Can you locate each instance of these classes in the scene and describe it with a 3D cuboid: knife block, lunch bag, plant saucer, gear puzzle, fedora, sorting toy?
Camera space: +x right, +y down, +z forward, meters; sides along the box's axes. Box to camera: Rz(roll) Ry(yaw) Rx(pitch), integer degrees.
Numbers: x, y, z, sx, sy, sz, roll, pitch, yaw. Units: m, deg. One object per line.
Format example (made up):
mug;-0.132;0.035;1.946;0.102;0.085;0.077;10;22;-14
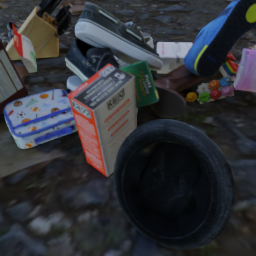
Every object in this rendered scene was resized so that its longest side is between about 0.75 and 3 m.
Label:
knife block;-3.107;-3.520;9.472;2.505;2.199;0.802;-6;41;-7
lunch bag;-2.069;-0.269;7.031;1.792;0.677;1.436;-22;48;-21
plant saucer;-2.496;-5.754;13.405;1.488;0.256;1.488;0;43;0
gear puzzle;1.960;-0.917;6.880;1.167;0.153;0.604;-14;57;27
fedora;0.830;0.872;4.803;2.288;2.288;1.045;29;30;28
sorting toy;3.009;-1.953;8.466;1.050;0.365;1.043;-2;61;-50

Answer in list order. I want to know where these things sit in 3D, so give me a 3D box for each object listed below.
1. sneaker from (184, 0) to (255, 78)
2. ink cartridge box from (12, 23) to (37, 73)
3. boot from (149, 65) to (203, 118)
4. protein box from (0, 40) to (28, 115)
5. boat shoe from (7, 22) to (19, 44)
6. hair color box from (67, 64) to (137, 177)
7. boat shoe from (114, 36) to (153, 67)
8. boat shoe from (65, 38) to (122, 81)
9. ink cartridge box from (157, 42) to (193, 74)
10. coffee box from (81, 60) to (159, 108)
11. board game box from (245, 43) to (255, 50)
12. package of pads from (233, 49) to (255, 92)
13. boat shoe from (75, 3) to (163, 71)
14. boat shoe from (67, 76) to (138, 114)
sneaker;2.553;-2.724;7.412;0.968;2.936;1.151;29;20;-31
ink cartridge box;-3.117;-2.415;8.473;0.301;1.200;0.966;-12;63;-6
boot;1.468;-1.159;7.663;2.420;0.777;2.255;-24;29;-29
protein box;-4.550;-1.206;6.767;2.682;1.823;2.702;33;62;27
boat shoe;-4.459;-3.664;10.905;0.566;0.489;1.558;-16;44;-17
hair color box;-0.395;-0.058;5.569;0.652;2.128;1.080;32;59;25
boat shoe;-0.001;-2.555;9.307;2.305;0.983;0.852;-29;50;-28
boat shoe;-0.732;-1.627;7.338;1.061;0.885;2.844;-7;35;-41
ink cartridge box;1.714;-2.333;9.323;1.521;0.629;1.114;3;42;3
coffee box;-0.172;-0.824;6.199;1.536;0.945;0.338;-17;15;15
board game box;4.982;-2.800;10.125;1.437;0.249;0.974;-31;50;-30
package of pads;3.799;-1.441;7.465;1.761;1.061;0.666;9;26;2
boat shoe;-0.032;-2.502;7.876;2.942;1.043;1.060;18;-2;-39
boat shoe;-0.736;-0.622;7.320;2.136;0.730;0.789;24;40;16
